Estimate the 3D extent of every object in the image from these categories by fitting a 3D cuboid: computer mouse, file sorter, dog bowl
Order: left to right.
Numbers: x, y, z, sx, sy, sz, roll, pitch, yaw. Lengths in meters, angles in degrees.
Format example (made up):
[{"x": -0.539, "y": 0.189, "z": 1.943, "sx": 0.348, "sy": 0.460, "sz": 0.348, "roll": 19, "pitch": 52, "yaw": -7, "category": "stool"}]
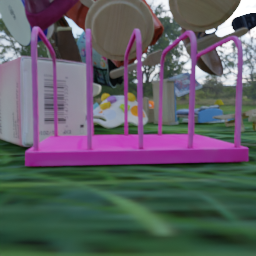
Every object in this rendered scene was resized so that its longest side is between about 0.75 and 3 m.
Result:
[{"x": -3.002, "y": -3.387, "z": 8.050, "sx": 0.746, "sy": 1.894, "sz": 1.894, "roll": -34, "pitch": 22, "yaw": -31, "category": "dog bowl"}, {"x": 0.049, "y": -0.379, "z": 3.493, "sx": 2.250, "sy": 1.411, "sz": 1.563, "roll": 0, "pitch": 4, "yaw": -7, "category": "file sorter"}, {"x": 2.824, "y": -2.800, "z": 7.870, "sx": 1.764, "sy": 0.517, "sz": 0.300, "roll": -12, "pitch": -8, "yaw": 11, "category": "computer mouse"}]

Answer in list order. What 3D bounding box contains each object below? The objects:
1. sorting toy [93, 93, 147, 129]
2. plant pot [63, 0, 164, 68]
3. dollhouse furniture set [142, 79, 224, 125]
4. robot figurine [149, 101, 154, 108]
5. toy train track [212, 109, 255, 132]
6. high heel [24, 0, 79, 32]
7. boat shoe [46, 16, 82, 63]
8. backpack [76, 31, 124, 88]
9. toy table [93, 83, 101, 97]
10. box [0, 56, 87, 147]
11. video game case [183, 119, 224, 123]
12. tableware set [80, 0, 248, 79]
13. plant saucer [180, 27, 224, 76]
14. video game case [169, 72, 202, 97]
[{"x": -0.657, "y": -0.364, "z": 8.751, "sx": 1.920, "sy": 1.026, "sz": 1.729, "roll": 2, "pitch": 24, "yaw": 30, "category": "sorting toy"}, {"x": -0.271, "y": -2.743, "z": 7.054, "sx": 2.025, "sy": 1.970, "sz": 2.025, "roll": -38, "pitch": -3, "yaw": -2, "category": "plant pot"}, {"x": 2.061, "y": -1.038, "z": 10.778, "sx": 2.422, "sy": 1.581, "sz": 2.287, "roll": -5, "pitch": 7, "yaw": -25, "category": "dollhouse furniture set"}, {"x": 0.879, "y": -0.760, "z": 12.669, "sx": 0.927, "sy": 1.143, "sz": 1.589, "roll": -21, "pitch": -5, "yaw": 24, "category": "robot figurine"}, {"x": 3.061, "y": -0.131, "z": 7.497, "sx": 1.676, "sy": 0.475, "sz": 2.922, "roll": -7, "pitch": -3, "yaw": 8, "category": "toy train track"}, {"x": -1.171, "y": -2.857, "z": 5.953, "sx": 2.225, "sy": 0.750, "sz": 1.070, "roll": -27, "pitch": -23, "yaw": -18, "category": "high heel"}, {"x": -2.354, "y": -3.091, "z": 9.839, "sx": 1.110, "sy": 3.007, "sz": 1.112, "roll": -22, "pitch": -13, "yaw": -31, "category": "boat shoe"}, {"x": -0.944, "y": -3.201, "z": 11.278, "sx": 1.929, "sy": 2.274, "sz": 2.562, "roll": 18, "pitch": -29, "yaw": 9, "category": "backpack"}, {"x": -2.492, "y": -1.270, "z": 11.049, "sx": 2.610, "sy": 1.663, "sz": 2.839, "roll": 17, "pitch": 13, "yaw": -2, "category": "toy table"}, {"x": -1.710, "y": -0.442, "z": 4.999, "sx": 1.123, "sy": 1.318, "sz": 2.062, "roll": -3, "pitch": 5, "yaw": -40, "category": "box"}, {"x": 3.120, "y": -0.290, "z": 11.522, "sx": 1.166, "sy": 0.150, "sz": 1.283, "roll": -4, "pitch": 5, "yaw": -37, "category": "video game case"}, {"x": 0.590, "y": -2.224, "z": 5.206, "sx": 2.926, "sy": 1.934, "sz": 0.586, "roll": -16, "pitch": 40, "yaw": 14, "category": "tableware set"}, {"x": 2.678, "y": -2.963, "z": 10.442, "sx": 0.472, "sy": 2.581, "sz": 2.581, "roll": -29, "pitch": -15, "yaw": 36, "category": "plant saucer"}, {"x": 2.239, "y": -1.796, "z": 11.390, "sx": 1.141, "sy": 0.131, "sz": 1.039, "roll": -22, "pitch": 52, "yaw": -14, "category": "video game case"}]
